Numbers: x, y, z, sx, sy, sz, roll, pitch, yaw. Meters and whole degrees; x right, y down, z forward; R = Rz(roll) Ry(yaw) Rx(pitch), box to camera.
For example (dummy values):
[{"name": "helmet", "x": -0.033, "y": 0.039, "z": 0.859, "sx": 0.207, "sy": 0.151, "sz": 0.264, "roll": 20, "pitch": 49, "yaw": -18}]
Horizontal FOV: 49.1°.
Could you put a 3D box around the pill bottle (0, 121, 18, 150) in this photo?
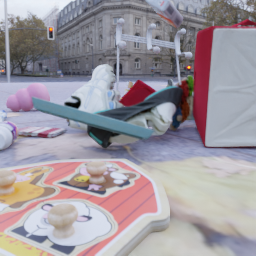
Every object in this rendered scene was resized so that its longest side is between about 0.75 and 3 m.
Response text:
[{"name": "pill bottle", "x": -2.575, "y": 0.166, "z": 5.705, "sx": 0.485, "sy": 0.485, "sz": 0.870, "roll": -2, "pitch": 11, "yaw": -8}]

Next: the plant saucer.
[{"name": "plant saucer", "x": -0.612, "y": -0.127, "z": 4.950, "sx": 2.101, "sy": 0.199, "sz": 0.735, "roll": 15, "pitch": -5, "yaw": -3}]

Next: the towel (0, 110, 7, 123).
[{"name": "towel", "x": -4.503, "y": -0.199, "z": 8.068, "sx": 1.805, "sy": 0.293, "sz": 2.457, "roll": -4, "pitch": 12, "yaw": -19}]

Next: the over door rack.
[{"name": "over door rack", "x": 0.708, "y": -1.747, "z": 8.294, "sx": 2.207, "sy": 2.988, "sz": 0.995, "roll": 5, "pitch": -12, "yaw": -13}]

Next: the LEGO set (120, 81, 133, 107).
[{"name": "LEGO set", "x": -0.038, "y": -1.125, "z": 11.032, "sx": 0.564, "sy": 0.697, "sz": 1.516, "roll": 18, "pitch": 58, "yaw": 31}]

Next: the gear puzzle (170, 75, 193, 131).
[{"name": "gear puzzle", "x": 1.715, "y": -0.820, "z": 7.870, "sx": 0.305, "sy": 1.207, "sz": 2.330, "roll": 6, "pitch": 25, "yaw": 31}]

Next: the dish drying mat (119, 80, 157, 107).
[{"name": "dish drying mat", "x": 0.617, "y": -0.560, "z": 7.147, "sx": 1.923, "sy": 0.739, "sz": 0.175, "roll": 25, "pitch": 26, "yaw": -49}]

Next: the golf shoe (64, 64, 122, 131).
[{"name": "golf shoe", "x": -1.025, "y": -0.936, "z": 7.680, "sx": 1.453, "sy": 1.170, "sz": 2.988, "roll": -4, "pitch": 32, "yaw": -7}]

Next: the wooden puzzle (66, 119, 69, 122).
[{"name": "wooden puzzle", "x": -1.161, "y": -0.343, "z": 8.829, "sx": 1.186, "sy": 0.275, "sz": 1.099, "roll": 7, "pitch": 13, "yaw": 31}]

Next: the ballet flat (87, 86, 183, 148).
[{"name": "ballet flat", "x": 0.335, "y": -0.158, "z": 5.960, "sx": 2.456, "sy": 0.835, "sz": 0.840, "roll": -22, "pitch": 57, "yaw": -22}]

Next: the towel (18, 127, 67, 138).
[{"name": "towel", "x": -2.189, "y": 0.097, "z": 6.999, "sx": 1.089, "sy": 0.124, "sz": 0.784, "roll": 3, "pitch": 10, "yaw": 12}]

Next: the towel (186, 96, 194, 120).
[{"name": "towel", "x": 1.913, "y": -0.613, "z": 8.842, "sx": 1.109, "sy": 0.813, "sz": 0.120, "roll": -4, "pitch": 23, "yaw": -18}]

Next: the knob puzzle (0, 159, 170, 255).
[{"name": "knob puzzle", "x": -0.728, "y": 0.668, "z": 3.390, "sx": 2.901, "sy": 0.402, "sz": 2.901, "roll": 0, "pitch": 11, "yaw": 0}]

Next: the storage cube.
[{"name": "storage cube", "x": 2.798, "y": -1.058, "z": 6.384, "sx": 2.359, "sy": 2.759, "sz": 2.480, "roll": 2, "pitch": 17, "yaw": 7}]

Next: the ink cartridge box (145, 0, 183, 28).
[{"name": "ink cartridge box", "x": 0.614, "y": -2.983, "z": 6.791, "sx": 1.298, "sy": 0.325, "sz": 1.052, "roll": 36, "pitch": 14, "yaw": 25}]

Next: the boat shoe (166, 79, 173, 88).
[{"name": "boat shoe", "x": 1.739, "y": -1.660, "z": 11.728, "sx": 0.248, "sy": 0.822, "sz": 0.293, "roll": 1, "pitch": -16, "yaw": -18}]

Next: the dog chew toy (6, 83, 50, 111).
[{"name": "dog chew toy", "x": -4.013, "y": -1.151, "z": 11.186, "sx": 1.650, "sy": 1.028, "sz": 1.028, "roll": -22, "pitch": 18, "yaw": -17}]
